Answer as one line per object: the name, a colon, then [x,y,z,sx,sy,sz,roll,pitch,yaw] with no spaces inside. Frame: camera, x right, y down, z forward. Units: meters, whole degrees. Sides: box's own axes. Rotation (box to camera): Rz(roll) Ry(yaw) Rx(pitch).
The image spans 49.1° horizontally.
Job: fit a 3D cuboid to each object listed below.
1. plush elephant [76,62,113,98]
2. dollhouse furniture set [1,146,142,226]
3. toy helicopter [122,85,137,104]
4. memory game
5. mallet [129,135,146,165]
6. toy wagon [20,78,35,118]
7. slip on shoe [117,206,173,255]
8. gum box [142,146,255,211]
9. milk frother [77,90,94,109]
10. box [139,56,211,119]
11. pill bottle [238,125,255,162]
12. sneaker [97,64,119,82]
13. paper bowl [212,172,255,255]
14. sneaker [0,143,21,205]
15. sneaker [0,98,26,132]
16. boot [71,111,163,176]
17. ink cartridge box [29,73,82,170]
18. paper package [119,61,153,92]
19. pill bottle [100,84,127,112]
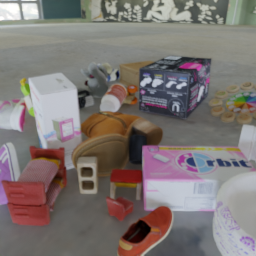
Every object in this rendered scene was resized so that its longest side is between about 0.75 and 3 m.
plush elephant: [-1.386,-2.040,11.790,1.908,1.571,1.477,18,27,-37]
dollhouse furniture set: [-0.956,1.127,5.595,2.473,1.006,1.331,1,25,2]
toy helicopter: [-0.423,-1.107,10.834,1.125,0.671,1.701,19,43,22]
memory game: [4.180,-0.956,10.015,2.561,0.163,2.561,-14,35,10]
mallet: [1.046,0.537,7.161,2.159,0.444,0.711,0,70,-15]
toy wagon: [-2.691,-0.745,8.480,0.343,1.732,1.344,-28,34,14]
slip on shoe: [0.351,1.767,4.921,0.531,0.439,1.435,18,29,37]
gum box: [1.507,1.039,6.033,2.377,0.786,1.349,0,25,1]
milk frother: [-1.596,-1.004,10.572,0.706,0.678,0.751,-22,44,-36]
box: [1.847,-1.678,10.774,1.926,1.673,2.915,12,26,26]
pill bottle: [3.767,0.548,6.629,2.131,1.186,1.186,12,28,24]
sneaker: [-0.975,-2.760,14.379,0.939,0.657,1.626,-7,33,-23]
paper bowl: [2.387,1.675,4.336,2.087,1.085,2.087,0,25,0]
sneaker: [-3.013,0.995,6.266,1.131,0.719,1.983,-14,28,-20]
sneaker: [-3.714,-0.494,8.670,0.995,0.918,2.256,5,7,-19]
boot: [-0.739,0.174,7.547,2.838,1.088,2.204,-25,33,-37]
ink cartridge box: [-1.821,-0.181,7.094,0.882,2.084,1.506,-12,28,-25]
paper package: [0.770,-2.514,13.359,1.872,0.969,1.785,-16,29,-28]
pill bottle: [-0.542,-1.010,10.046,0.687,0.687,1.225,8,40,17]
